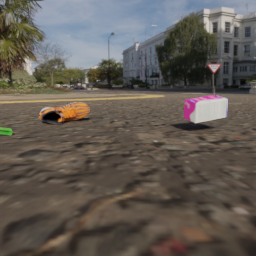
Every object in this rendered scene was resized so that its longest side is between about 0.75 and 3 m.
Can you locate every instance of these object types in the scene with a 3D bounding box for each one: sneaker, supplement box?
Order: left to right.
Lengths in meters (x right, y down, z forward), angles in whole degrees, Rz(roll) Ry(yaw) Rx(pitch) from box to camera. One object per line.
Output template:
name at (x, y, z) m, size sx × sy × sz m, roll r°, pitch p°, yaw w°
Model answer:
sneaker at (-1.938, -0.394, 8.748) m, size 1.598 × 0.620 × 0.895 m, roll -13°, pitch 16°, yaw -15°
supplement box at (1.934, -0.479, 6.970) m, size 0.980 × 0.506 × 0.496 m, roll -12°, pitch 22°, yaw -22°

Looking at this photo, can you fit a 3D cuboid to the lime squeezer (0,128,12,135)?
lime squeezer at (-4.110, 0.083, 6.101) m, size 2.784 × 0.525 × 0.983 m, roll -5°, pitch 40°, yaw -35°
